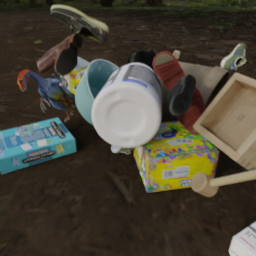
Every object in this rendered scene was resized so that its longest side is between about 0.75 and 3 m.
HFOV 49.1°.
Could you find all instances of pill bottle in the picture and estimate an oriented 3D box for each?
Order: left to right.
[{"bbox_3d":[0.106,-0.816,7.778,1.675,1.675,2.945,4,25,6],"label":"pill bottle"}]

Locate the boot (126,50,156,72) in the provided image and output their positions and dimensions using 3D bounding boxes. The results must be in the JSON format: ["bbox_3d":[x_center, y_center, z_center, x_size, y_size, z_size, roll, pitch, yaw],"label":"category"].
[{"bbox_3d":[0.070,-2.260,11.365,1.971,0.992,2.636,-23,6,26],"label":"boot"}]

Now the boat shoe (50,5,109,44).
[{"bbox_3d":[-1.775,-3.734,10.208,2.208,0.726,0.789,17,-12,-19],"label":"boat shoe"}]

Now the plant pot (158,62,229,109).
[{"bbox_3d":[2.091,-1.349,9.909,2.011,2.318,2.318,31,39,19],"label":"plant pot"}]

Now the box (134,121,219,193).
[{"bbox_3d":[1.233,0.712,7.885,1.853,1.130,1.785,-5,30,-9],"label":"box"}]

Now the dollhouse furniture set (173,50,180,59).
[{"bbox_3d":[2.275,-1.779,10.722,1.627,1.907,0.931,16,57,7],"label":"dollhouse furniture set"}]

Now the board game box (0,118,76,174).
[{"bbox_3d":[-3.029,0.482,8.917,2.248,0.527,1.697,-16,33,-26],"label":"board game box"}]

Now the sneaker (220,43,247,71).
[{"bbox_3d":[3.802,-2.385,9.602,1.360,0.456,0.610,-41,50,-20],"label":"sneaker"}]

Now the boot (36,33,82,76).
[{"bbox_3d":[-2.744,-2.340,10.194,2.190,0.703,2.041,-14,43,36],"label":"boot"}]

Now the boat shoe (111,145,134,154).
[{"bbox_3d":[-0.098,0.534,8.397,0.496,0.573,1.344,-32,11,19],"label":"boat shoe"}]

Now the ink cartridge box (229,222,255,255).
[{"bbox_3d":[2.773,2.376,5.582,1.199,0.504,0.872,-18,34,-28],"label":"ink cartridge box"}]

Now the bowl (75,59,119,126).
[{"bbox_3d":[-0.826,-0.945,9.314,1.228,2.348,2.348,-29,10,37],"label":"bowl"}]

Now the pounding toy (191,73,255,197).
[{"bbox_3d":[2.566,0.491,6.128,1.225,2.678,2.352,31,10,-31],"label":"pounding toy"}]

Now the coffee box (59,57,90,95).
[{"bbox_3d":[-2.135,-2.189,11.879,1.083,1.094,1.095,30,41,18],"label":"coffee box"}]

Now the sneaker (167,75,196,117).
[{"bbox_3d":[1.160,-0.711,6.436,0.418,0.727,1.393,33,61,-9],"label":"sneaker"}]

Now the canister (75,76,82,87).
[{"bbox_3d":[-1.063,-1.352,10.779,0.785,1.813,1.347,-31,15,33],"label":"canister"}]

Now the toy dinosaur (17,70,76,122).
[{"bbox_3d":[-2.674,-1.133,9.299,1.222,2.112,2.327,-56,23,-10],"label":"toy dinosaur"}]

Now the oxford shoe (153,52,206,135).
[{"bbox_3d":[1.536,-0.982,7.918,0.864,2.453,0.917,-24,-4,13],"label":"oxford shoe"}]
